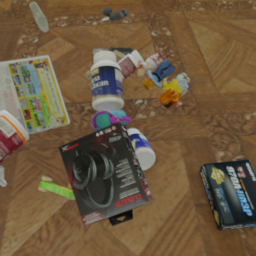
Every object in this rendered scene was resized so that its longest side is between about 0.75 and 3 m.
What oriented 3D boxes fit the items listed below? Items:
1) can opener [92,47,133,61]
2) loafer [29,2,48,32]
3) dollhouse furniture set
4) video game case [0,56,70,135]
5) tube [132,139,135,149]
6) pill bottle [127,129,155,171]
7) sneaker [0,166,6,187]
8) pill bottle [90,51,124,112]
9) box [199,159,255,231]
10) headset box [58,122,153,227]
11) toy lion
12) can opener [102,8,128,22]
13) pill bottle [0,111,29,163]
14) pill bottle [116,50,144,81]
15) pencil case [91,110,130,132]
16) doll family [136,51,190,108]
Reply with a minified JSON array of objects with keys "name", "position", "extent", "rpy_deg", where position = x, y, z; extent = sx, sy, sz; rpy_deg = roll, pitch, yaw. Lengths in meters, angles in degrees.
[{"name":"can opener","position":[-0.795,-3.780,14.576],"extent":[2.179,0.729,0.581],"rpy_deg":[-4,49,-20]},{"name":"loafer","position":[-3.045,-3.796,9.655],"extent":[0.369,0.368,1.056],"rpy_deg":[-24,97,-5]},{"name":"dollhouse furniture set","position":[-1.236,-2.822,13.495],"extent":[1.122,0.958,2.164],"rpy_deg":[33,59,23]},{"name":"video game case","position":[-3.333,-1.012,9.058],"extent":[2.259,0.284,2.482],"rpy_deg":[-16,83,-24]},{"name":"tube","position":[-0.084,1.115,7.797],"extent":[0.506,1.947,0.565],"rpy_deg":[-8,55,-11]},{"name":"pill bottle","position":[0.281,0.654,9.043],"extent":[0.822,0.822,1.421],"rpy_deg":[-13,32,-10]},{"name":"sneaker","position":[-3.977,1.379,8.614],"extent":[0.347,0.980,0.358],"rpy_deg":[-31,27,-17]},{"name":"pill bottle","position":[-0.725,-1.550,9.303],"extent":[1.033,1.033,1.859],"rpy_deg":[-4,73,-3]},{"name":"box","position":[3.715,2.280,9.764],"extent":[1.835,0.531,2.309],"rpy_deg":[-5,52,-4]},{"name":"headset box","position":[-0.466,1.122,6.312],"extent":[1.527,0.793,2.052],"rpy_deg":[-22,77,9]},{"name":"toy lion","position":[-1.761,1.693,7.525],"extent":[1.230,1.179,0.422],"rpy_deg":[21,77,-15]},{"name":"can opener","position":[-0.585,-4.382,10.726],"extent":[0.411,0.516,1.543],"rpy_deg":[-37,27,-21]},{"name":"pill bottle","position":[-3.776,0.514,7.564],"extent":[1.091,1.091,1.911],"rpy_deg":[34,63,23]},{"name":"pill bottle","position":[-0.026,-2.456,11.133],"extent":[1.256,0.717,0.717],"rpy_deg":[-36,56,7]},{"name":"pencil case","position":[-0.436,-0.166,7.563],"extent":[0.694,1.502,0.639],"rpy_deg":[-7,94,14]},{"name":"doll family","position":[1.003,-1.337,7.957],"extent":[1.132,0.822,1.824],"rpy_deg":[-44,97,-12]}]
